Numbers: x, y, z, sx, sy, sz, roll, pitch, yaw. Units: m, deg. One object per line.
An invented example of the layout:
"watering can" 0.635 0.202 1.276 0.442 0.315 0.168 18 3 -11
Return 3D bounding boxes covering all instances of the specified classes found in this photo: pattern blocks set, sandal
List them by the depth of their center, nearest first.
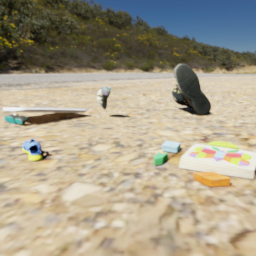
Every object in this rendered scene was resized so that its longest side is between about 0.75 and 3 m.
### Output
"pattern blocks set" 1.933 0.658 5.887 2.743 0.222 2.411 3 14 13
"sandal" -2.185 0.433 6.418 0.365 0.400 0.919 -7 17 -35

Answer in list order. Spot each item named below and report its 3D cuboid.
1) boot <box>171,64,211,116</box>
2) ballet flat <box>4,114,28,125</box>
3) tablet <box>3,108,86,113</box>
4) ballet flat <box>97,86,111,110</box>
"boot" 2.192 -1.578 11.296 0.852 2.361 1.783 -42 27 -6
"ballet flat" -3.783 -0.299 9.551 1.009 0.343 0.345 10 37 32
"tablet" -3.064 -0.654 10.451 2.613 0.178 1.700 -3 5 -45
"ballet flat" -0.926 -1.123 10.332 0.465 0.465 1.294 -4 -27 -15
